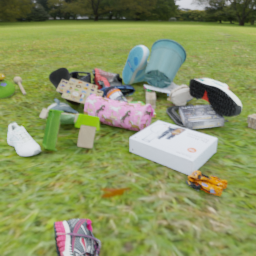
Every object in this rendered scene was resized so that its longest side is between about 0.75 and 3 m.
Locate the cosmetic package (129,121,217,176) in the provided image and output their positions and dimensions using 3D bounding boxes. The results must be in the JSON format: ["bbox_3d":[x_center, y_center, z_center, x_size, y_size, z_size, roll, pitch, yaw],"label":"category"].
[{"bbox_3d":[1.476,0.570,9.266,2.335,0.603,1.760,18,34,34],"label":"cosmetic package"}]

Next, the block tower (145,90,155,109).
[{"bbox_3d":[1.078,-1.437,13.557,0.447,0.479,1.656,1,27,2],"label":"block tower"}]

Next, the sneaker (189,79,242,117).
[{"bbox_3d":[3.755,-1.384,11.299,1.361,1.025,2.911,-13,30,-21],"label":"sneaker"}]

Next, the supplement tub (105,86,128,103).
[{"bbox_3d":[-0.498,-1.240,12.296,0.683,0.683,1.276,-20,66,-35],"label":"supplement tub"}]

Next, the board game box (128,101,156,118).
[{"bbox_3d":[0.531,-0.829,12.522,0.786,0.247,1.645,-5,29,-21],"label":"board game box"}]

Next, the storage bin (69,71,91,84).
[{"bbox_3d":[-2.841,-2.483,15.338,1.157,0.802,1.711,8,28,16],"label":"storage bin"}]

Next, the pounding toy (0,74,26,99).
[{"bbox_3d":[-6.446,-2.301,14.424,1.986,0.922,1.533,-12,44,-25],"label":"pounding toy"}]

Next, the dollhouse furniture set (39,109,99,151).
[{"bbox_3d":[-2.289,0.070,10.338,1.715,1.314,2.618,9,1,-26],"label":"dollhouse furniture set"}]

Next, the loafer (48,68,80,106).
[{"bbox_3d":[-3.081,-1.961,13.729,1.043,1.020,2.859,-27,48,-9],"label":"loafer"}]

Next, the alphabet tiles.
[{"bbox_3d":[-2.127,-1.623,12.511,1.947,0.062,1.620,16,39,-7],"label":"alphabet tiles"}]

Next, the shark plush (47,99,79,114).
[{"bbox_3d":[-2.868,-0.747,12.449,1.368,0.622,0.570,20,49,-1],"label":"shark plush"}]

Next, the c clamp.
[{"bbox_3d":[2.719,-0.491,11.850,1.923,0.305,2.251,-14,32,-15],"label":"c clamp"}]

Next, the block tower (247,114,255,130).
[{"bbox_3d":[5.389,-0.033,10.671,0.476,0.445,1.648,-17,31,-29],"label":"block tower"}]

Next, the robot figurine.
[{"bbox_3d":[2.125,1.485,7.699,1.048,0.305,0.760,18,29,32],"label":"robot figurine"}]

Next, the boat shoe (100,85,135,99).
[{"bbox_3d":[-0.600,-1.727,13.473,1.964,0.826,0.674,-22,20,-17],"label":"boat shoe"}]

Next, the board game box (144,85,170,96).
[{"bbox_3d":[1.503,-1.902,14.263,1.359,0.176,1.359,11,14,-6],"label":"board game box"}]

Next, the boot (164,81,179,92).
[{"bbox_3d":[2.415,-2.281,15.117,1.281,0.612,0.471,-7,27,-14],"label":"boot"}]

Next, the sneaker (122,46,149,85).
[{"bbox_3d":[0.945,-3.552,15.620,1.909,2.924,1.163,-10,71,-24],"label":"sneaker"}]

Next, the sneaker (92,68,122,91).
[{"bbox_3d":[-1.111,-2.481,15.044,1.445,1.045,2.957,-9,30,-17],"label":"sneaker"}]

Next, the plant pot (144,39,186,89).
[{"bbox_3d":[1.766,-3.130,14.171,1.893,1.893,1.854,13,63,24],"label":"plant pot"}]

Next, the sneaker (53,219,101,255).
[{"bbox_3d":[-0.842,2.409,5.167,0.803,0.867,2.150,-8,26,-20],"label":"sneaker"}]

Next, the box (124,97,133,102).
[{"bbox_3d":[-0.273,-1.313,13.706,0.829,0.108,1.015,7,26,13],"label":"box"}]

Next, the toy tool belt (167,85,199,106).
[{"bbox_3d":[2.661,-1.580,13.186,1.566,0.978,0.962,-23,14,-6],"label":"toy tool belt"}]

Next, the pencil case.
[{"bbox_3d":[-0.395,-0.613,11.127,2.764,1.196,1.144,14,-12,27],"label":"pencil case"}]

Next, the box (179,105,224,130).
[{"bbox_3d":[2.885,-0.459,11.129,1.504,0.363,1.191,-6,34,-2],"label":"box"}]

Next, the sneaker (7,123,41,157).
[{"bbox_3d":[-3.611,0.401,9.471,1.843,0.738,0.648,24,33,37],"label":"sneaker"}]
